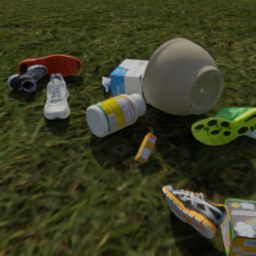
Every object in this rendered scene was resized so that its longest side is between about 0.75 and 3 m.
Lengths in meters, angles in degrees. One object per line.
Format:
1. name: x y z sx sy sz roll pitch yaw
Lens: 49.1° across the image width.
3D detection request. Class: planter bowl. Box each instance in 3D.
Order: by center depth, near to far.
1. planter bowl: 2.055 -1.506 9.500 2.626 2.626 1.767 -18 36 -26

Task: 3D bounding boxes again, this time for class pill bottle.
1. pill bottle: -0.353 -0.498 9.411 1.902 1.073 1.073 -25 41 -32

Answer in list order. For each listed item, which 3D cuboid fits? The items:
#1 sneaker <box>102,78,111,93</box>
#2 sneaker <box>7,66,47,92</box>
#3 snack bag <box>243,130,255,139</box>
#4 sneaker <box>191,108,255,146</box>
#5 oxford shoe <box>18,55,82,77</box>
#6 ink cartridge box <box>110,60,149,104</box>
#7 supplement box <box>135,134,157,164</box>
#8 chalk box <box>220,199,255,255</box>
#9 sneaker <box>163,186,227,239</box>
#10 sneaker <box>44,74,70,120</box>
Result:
1. sneaker: -0.901 -1.903 12.144 0.457 0.449 1.186 -5 35 -1
2. sneaker: -4.183 -2.101 12.257 1.075 0.713 1.889 27 48 34
3. snack bag: 4.242 0.107 9.393 0.769 0.087 0.816 22 39 30
4. sneaker: 3.140 -0.081 9.144 2.538 0.940 1.060 -12 15 -17
5. oxford shoe: -3.691 -3.082 13.475 2.930 1.043 1.063 -2 28 -3
6. ink cartridge box: 0.866 -1.898 11.413 2.699 1.159 1.976 10 34 16
7. supplement box: 0.521 0.599 8.127 0.295 0.285 0.857 34 61 -8
8. chalk box: 2.392 2.016 5.850 0.755 0.751 1.214 4 33 6
9. sneaker: 1.395 1.687 6.084 0.667 0.676 1.728 -36 30 -17
10. sneaker: -2.712 -1.180 10.527 0.965 1.041 2.568 -5 35 -11
